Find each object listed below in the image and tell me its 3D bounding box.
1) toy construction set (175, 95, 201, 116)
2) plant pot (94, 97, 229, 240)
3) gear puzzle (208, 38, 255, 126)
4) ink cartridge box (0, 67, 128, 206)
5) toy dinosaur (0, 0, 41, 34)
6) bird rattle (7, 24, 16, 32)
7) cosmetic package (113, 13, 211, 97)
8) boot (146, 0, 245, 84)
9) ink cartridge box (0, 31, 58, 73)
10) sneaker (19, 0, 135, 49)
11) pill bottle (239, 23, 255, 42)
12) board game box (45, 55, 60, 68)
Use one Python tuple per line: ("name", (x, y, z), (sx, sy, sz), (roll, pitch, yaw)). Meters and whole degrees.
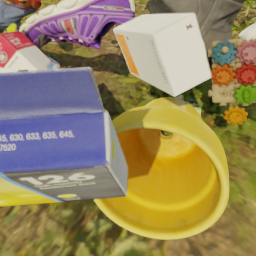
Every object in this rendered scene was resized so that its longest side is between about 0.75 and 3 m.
("toy construction set", (1.755, -0.574, 8.114), (0.611, 0.430, 0.933), (-20, 58, -20))
("plant pot", (0.685, 0.511, 5.670), (2.445, 2.445, 2.301), (10, 28, 11))
("gear puzzle", (1.932, -0.741, 5.135), (0.906, 1.749, 0.229), (2, 37, 20))
("ink cartridge box", (-1.420, 0.416, 3.032), (2.667, 2.699, 0.634), (-4, 70, 4))
("toy dinosaur", (-3.109, -2.702, 6.438), (2.443, 1.413, 2.692), (-23, 68, 16))
("bird rattle", (-2.765, -1.548, 6.131), (1.092, 0.754, 1.339), (9, 57, 43))
("cosmetic package", (0.475, -1.313, 4.731), (0.695, 0.989, 1.949), (-29, 27, -8))
("boot", (2.008, -2.236, 5.526), (2.985, 1.965, 1.042), (27, 30, -33))
("ink cartridge box", (-1.738, -0.650, 4.837), (1.603, 1.183, 0.686), (45, 21, -8))
("sneaker", (-1.237, -2.319, 6.500), (2.976, 1.241, 1.200), (-11, 22, 25))
("pill bottle", (3.169, -1.838, 6.650), (0.676, 1.213, 0.676), (-36, 14, 10))
("board game box", (-3.100, -2.246, 10.041), (0.926, 0.201, 0.921), (-32, 53, -30))
